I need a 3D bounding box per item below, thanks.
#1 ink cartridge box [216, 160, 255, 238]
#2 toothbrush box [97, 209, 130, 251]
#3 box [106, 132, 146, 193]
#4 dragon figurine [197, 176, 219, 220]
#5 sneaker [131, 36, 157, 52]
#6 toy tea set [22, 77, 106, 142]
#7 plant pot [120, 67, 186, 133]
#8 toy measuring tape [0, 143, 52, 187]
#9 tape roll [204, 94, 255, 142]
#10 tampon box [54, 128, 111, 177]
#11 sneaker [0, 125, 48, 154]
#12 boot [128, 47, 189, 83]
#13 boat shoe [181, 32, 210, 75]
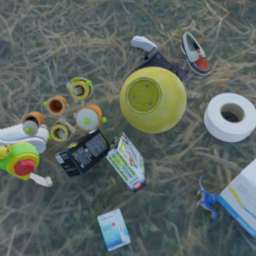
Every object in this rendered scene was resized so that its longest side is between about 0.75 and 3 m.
[{"bbox_3d":[4.153,1.930,8.464,1.730,2.350,1.700,-34,65,-18],"label":"ink cartridge box"},{"bbox_3d":[-0.449,3.211,8.835,0.754,0.439,1.030,-17,60,-10],"label":"toothbrush box"},{"bbox_3d":[-0.007,0.897,8.087,0.384,2.214,1.218,-37,97,8],"label":"box"},{"bbox_3d":[2.680,2.345,9.355,0.696,0.412,1.399,6,61,4],"label":"dragon figurine"},{"bbox_3d":[0.805,-3.939,13.000,1.272,0.486,0.512,26,54,13],"label":"sneaker"},{"bbox_3d":[-2.026,-0.293,8.547,2.687,0.994,1.598,-29,103,15],"label":"toy tea set"},{"bbox_3d":[0.681,-0.962,9.229,2.341,1.662,2.341,0,91,15],"label":"plant pot"},{"bbox_3d":[-2.902,1.117,8.552,1.010,2.747,1.010,-10,61,18],"label":"toy measuring tape"},{"bbox_3d":[3.937,-0.403,10.811,1.878,0.657,1.878,0,59,0],"label":"tape roll"},{"bbox_3d":[-1.504,0.842,9.485,1.465,1.098,0.925,-39,101,-37],"label":"tampon box"},{"bbox_3d":[-4.286,0.412,10.280,2.650,1.012,1.067,-1,48,-5],"label":"sneaker"},{"bbox_3d":[1.121,-1.864,10.803,1.855,0.738,2.131,41,95,-9],"label":"boot"},{"bbox_3d":[2.999,-3.302,12.482,0.781,0.686,2.193,-17,63,-11],"label":"boat shoe"}]
